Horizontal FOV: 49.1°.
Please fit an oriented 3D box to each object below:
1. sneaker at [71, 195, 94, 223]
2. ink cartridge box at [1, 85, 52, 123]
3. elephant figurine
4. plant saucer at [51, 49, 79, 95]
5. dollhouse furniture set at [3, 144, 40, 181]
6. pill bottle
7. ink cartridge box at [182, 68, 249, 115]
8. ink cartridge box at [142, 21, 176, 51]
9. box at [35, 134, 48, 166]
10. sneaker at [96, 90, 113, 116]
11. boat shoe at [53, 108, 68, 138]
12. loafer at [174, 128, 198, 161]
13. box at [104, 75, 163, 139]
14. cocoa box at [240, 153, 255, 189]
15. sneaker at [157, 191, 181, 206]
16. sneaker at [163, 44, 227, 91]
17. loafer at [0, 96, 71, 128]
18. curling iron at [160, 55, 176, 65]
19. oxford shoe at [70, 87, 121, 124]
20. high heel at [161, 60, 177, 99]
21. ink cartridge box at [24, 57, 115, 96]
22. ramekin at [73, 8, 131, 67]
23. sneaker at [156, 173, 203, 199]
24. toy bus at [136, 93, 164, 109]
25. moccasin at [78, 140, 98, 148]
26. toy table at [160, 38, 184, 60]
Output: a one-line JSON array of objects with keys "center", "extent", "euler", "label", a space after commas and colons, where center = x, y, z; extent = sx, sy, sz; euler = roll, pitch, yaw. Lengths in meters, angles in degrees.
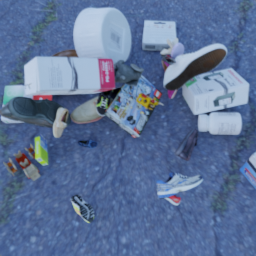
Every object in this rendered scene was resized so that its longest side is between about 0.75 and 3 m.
[{"center": [-1.501, 2.780, 9.423], "extent": [0.459, 0.531, 1.175], "euler": [-22, 43, -28], "label": "sneaker"}, {"center": [-4.332, -1.032, 12.011], "extent": [1.968, 0.493, 1.584], "euler": [-2, 73, 4], "label": "ink cartridge box"}, {"center": [0.166, -2.111, 10.855], "extent": [1.401, 0.991, 1.087], "euler": [3, 73, -26], "label": "elephant figurine"}, {"center": [-2.694, -2.545, 13.084], "extent": [2.690, 0.431, 2.690], "euler": [0, 62, 0], "label": "plant saucer"}, {"center": [-3.956, 1.445, 10.870], "extent": [1.239, 0.638, 1.226], "euler": [-37, 56, -19], "label": "dollhouse furniture set"}, {"center": [3.718, -0.182, 11.480], "extent": [1.585, 0.907, 0.907], "euler": [1, 61, 6], "label": "pill bottle"}, {"center": [3.623, -1.580, 11.848], "extent": [2.292, 0.964, 1.673], "euler": [-13, 37, -2], "label": "ink cartridge box"}, {"center": [1.595, -4.747, 14.399], "extent": [1.688, 0.522, 2.082], "euler": [3, 49, 2], "label": "ink cartridge box"}, {"center": [-3.319, 0.834, 10.727], "extent": [0.254, 0.649, 1.064], "euler": [-16, 57, 3], "label": "box"}, {"center": [-0.953, -1.213, 11.007], "extent": [0.567, 0.655, 1.582], "euler": [15, 102, 3], "label": "sneaker"}, {"center": [-2.586, -0.185, 10.847], "extent": [0.412, 0.439, 1.191], "euler": [10, 91, 25], "label": "boat shoe"}, {"center": [2.408, 0.668, 11.033], "extent": [0.584, 0.667, 1.855], "euler": [40, 43, 6], "label": "loafer"}, {"center": [0.273, -0.994, 11.417], "extent": [1.634, 0.476, 2.387], "euler": [39, 60, -14], "label": "box"}, {"center": [5.633, 1.329, 10.323], "extent": [2.245, 1.473, 1.497], "euler": [-28, 64, -15], "label": "cocoa box"}, {"center": [1.381, 2.231, 9.402], "extent": [0.868, 0.334, 0.369], "euler": [31, 96, 21], "label": "sneaker"}, {"center": [2.466, -2.650, 11.012], "extent": [1.066, 2.929, 1.240], "euler": [23, 57, -33], "label": "sneaker"}, {"center": [-3.507, -0.555, 10.860], "extent": [0.918, 2.917, 1.048], "euler": [-19, 72, 28], "label": "loafer"}, {"center": [1.594, -2.936, 11.693], "extent": [0.531, 0.274, 2.141], "euler": [24, 20, -10], "label": "curling iron"}, {"center": [-1.166, -1.100, 11.894], "extent": [2.813, 1.038, 0.996], "euler": [-27, 65, -17], "label": "oxford shoe"}, {"center": [1.815, -2.276, 12.686], "extent": [1.092, 0.767, 2.277], "euler": [20, 58, 1], "label": "high heel"}, {"center": [-2.105, -1.775, 9.861], "extent": [2.687, 1.952, 1.120], "euler": [-6, 95, -31], "label": "ink cartridge box"}, {"center": [-0.977, -3.822, 12.039], "extent": [1.285, 2.636, 2.636], "euler": [6, 58, 32], "label": "ramekin"}, {"center": [1.557, 1.624, 8.494], "extent": [1.536, 0.592, 0.654], "euler": [-15, 77, -16], "label": "sneaker"}, {"center": [0.773, -0.960, 10.781], "extent": [0.888, 0.486, 0.941], "euler": [22, 15, -21], "label": "toy bus"}, {"center": [-1.652, 0.657, 11.388], "extent": [0.806, 0.275, 0.324], "euler": [0, 61, 0], "label": "moccasin"}, {"center": [1.921, -3.325, 11.914], "extent": [0.959, 1.043, 0.611], "euler": [-39, 65, -13], "label": "toy table"}]
